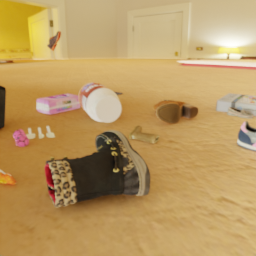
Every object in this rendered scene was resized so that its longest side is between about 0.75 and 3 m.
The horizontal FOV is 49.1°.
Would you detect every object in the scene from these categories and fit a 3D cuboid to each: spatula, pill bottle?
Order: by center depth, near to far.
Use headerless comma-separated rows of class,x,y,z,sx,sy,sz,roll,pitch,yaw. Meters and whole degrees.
spatula,-3.490,0.169,11.004,1.029,0.119,1.480,-8,20,-20
pill bottle,-1.277,-1.147,12.743,1.521,1.521,2.711,-7,20,-20

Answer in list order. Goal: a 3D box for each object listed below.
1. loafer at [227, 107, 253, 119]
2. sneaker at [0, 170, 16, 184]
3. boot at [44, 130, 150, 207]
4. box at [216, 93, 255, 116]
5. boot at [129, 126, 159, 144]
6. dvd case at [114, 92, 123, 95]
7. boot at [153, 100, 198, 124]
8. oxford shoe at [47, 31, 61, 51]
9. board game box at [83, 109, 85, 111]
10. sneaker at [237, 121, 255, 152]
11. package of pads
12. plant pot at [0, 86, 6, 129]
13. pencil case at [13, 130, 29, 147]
loafer,5.308,-0.723,13.269,1.205,0.379,0.433,14,23,35
sneaker,-3.245,1.339,7.278,0.916,0.334,0.353,7,39,34
boot,-0.993,0.939,7.233,2.238,1.088,2.973,-7,26,-22
box,6.298,-1.154,14.231,2.987,0.615,2.328,13,22,32
boot,0.673,0.261,10.409,1.041,0.344,0.911,8,33,26
dvd case,-0.995,-2.262,18.406,1.033,0.083,0.768,14,23,36
boot,1.748,-0.833,12.907,2.463,0.907,1.905,-1,15,-37
oxford shoe,-3.265,-3.844,12.261,0.396,1.092,0.389,30,44,-15
board game box,-1.519,-1.301,14.937,1.827,0.423,1.384,-5,19,-13
sneaker,4.659,0.383,9.086,2.185,0.896,0.766,15,24,37
package of pads,-3.530,-1.228,14.213,1.179,0.740,1.957,16,24,39
plant pot,-6.214,-0.915,11.085,2.169,2.446,2.440,-2,15,-41
pencil case,-3.859,0.360,10.005,0.442,0.428,0.944,-36,28,-15
